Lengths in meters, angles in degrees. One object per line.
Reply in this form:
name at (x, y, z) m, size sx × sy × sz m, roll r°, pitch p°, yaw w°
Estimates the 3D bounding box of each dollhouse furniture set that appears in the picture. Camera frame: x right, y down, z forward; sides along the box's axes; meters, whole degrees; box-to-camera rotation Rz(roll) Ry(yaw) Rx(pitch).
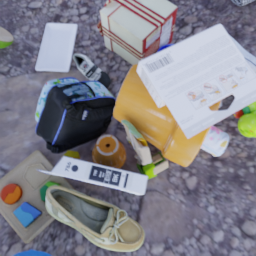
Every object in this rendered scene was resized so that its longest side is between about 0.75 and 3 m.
dollhouse furniture set at (0.590, 0.607, 7.785) m, size 0.852 × 2.206 × 1.102 m, roll -27°, pitch 51°, yaw -8°

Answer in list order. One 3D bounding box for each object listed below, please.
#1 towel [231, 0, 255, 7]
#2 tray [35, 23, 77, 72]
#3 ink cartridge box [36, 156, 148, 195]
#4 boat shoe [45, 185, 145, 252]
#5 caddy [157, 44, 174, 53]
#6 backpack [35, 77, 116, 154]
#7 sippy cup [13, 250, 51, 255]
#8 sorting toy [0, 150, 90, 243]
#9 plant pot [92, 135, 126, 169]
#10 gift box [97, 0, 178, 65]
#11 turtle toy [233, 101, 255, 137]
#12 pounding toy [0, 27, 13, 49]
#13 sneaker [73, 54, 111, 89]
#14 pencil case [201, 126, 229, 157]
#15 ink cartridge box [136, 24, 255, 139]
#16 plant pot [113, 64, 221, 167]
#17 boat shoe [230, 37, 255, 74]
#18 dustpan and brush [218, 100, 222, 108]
towel at (4.886, -6.235, 11.926) m, size 1.693 × 0.875 × 2.044 m, roll -27°, pitch 69°, yaw -11°
tray at (-2.687, -3.042, 10.687) m, size 1.255 × 0.259 × 2.337 m, roll 3°, pitch 64°, yaw 1°
ink cartridge box at (-0.947, 1.300, 7.762) m, size 2.850 × 1.417 × 0.559 m, roll 12°, pitch 76°, yaw -1°
boat shoe at (-0.872, 2.401, 7.505) m, size 2.907 × 0.915 × 1.060 m, roll 28°, pitch 58°, yaw 4°
caddy at (1.512, -2.263, 9.993) m, size 1.119 × 0.831 × 1.583 m, roll 11°, pitch 64°, yaw 4°
backpack at (-1.548, -0.527, 8.391) m, size 2.200 × 2.013 × 1.617 m, roll -16°, pitch 53°, yaw -46°
sippy cup at (-2.197, 3.783, 6.011) m, size 2.473 × 1.942 × 1.812 m, roll 16°, pitch 101°, yaw 37°
sorting toy at (-2.524, 1.630, 8.345) m, size 2.106 × 0.378 × 2.826 m, roll 42°, pitch 71°, yaw 18°
plant pot at (-0.603, 0.698, 8.475) m, size 1.052 × 0.963 × 1.052 m, roll 0°, pitch 64°, yaw 0°
gift box at (0.328, -3.772, 9.898) m, size 2.166 × 2.320 × 2.141 m, roll 39°, pitch 70°, yaw 16°
turtle toy at (3.955, -0.508, 8.739) m, size 1.631 × 1.131 × 2.238 m, roll 32°, pitch 35°, yaw 7°
pounding toy at (-5.569, -3.312, 10.296) m, size 2.327 × 1.080 × 1.797 m, roll 19°, pitch 25°, yaw -29°
sneaker at (-1.334, -1.965, 9.754) m, size 1.684 × 0.745 × 0.624 m, roll 43°, pitch 103°, yaw 16°
pencil case at (2.074, 0.114, 8.557) m, size 1.972 × 0.820 × 0.895 m, roll 28°, pitch 30°, yaw -6°
ink cartridge box at (1.708, -1.086, 6.531) m, size 2.351 × 0.526 × 2.071 m, roll -27°, pitch 78°, yaw -12°
plant pot at (1.007, -0.586, 8.031) m, size 2.456 × 2.683 × 2.683 m, roll 22°, pitch 66°, yaw 6°
boat shoe at (3.979, -2.141, 9.921) m, size 2.879 × 1.059 × 0.961 m, roll 45°, pitch 98°, yaw 12°
dustpan and brush at (2.122, -1.361, 9.771) m, size 2.101 × 0.601 × 1.466 m, roll 5°, pitch 73°, yaw -5°
